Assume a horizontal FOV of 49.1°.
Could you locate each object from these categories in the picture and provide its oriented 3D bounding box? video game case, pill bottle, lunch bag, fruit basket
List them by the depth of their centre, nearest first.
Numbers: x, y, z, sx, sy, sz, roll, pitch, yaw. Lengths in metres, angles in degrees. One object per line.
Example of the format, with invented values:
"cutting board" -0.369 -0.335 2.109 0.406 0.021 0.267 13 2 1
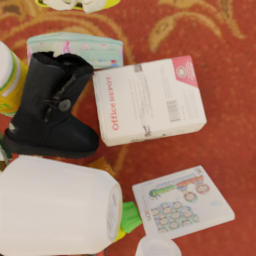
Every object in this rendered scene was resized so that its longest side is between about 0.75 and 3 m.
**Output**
"pill bottle" 0.386 2.413 4.560 0.697 0.697 1.165 14 113 4
"video game case" 1.156 1.682 6.440 1.861 0.220 1.694 -16 30 -3
"pill bottle" -2.864 -1.000 6.691 1.294 2.330 1.294 -2 76 6
"fruit basket" -0.197 2.416 7.193 1.092 1.092 0.788 -20 65 -6
"lunch bag" -1.341 -2.065 7.733 1.932 2.408 0.928 7 104 39

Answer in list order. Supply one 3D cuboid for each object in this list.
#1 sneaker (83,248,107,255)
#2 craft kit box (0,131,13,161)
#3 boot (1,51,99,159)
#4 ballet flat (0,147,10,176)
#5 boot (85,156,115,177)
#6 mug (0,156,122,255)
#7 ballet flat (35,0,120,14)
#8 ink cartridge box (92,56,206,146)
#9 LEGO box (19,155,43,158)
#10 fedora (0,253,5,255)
"sneaker" -0.923 2.675 7.093 0.666 0.482 1.364 16 28 -17
"craft kit box" -3.278 0.529 6.593 0.981 0.241 0.994 -35 79 24
"boot" -1.328 -0.461 6.629 1.064 2.787 2.342 45 113 34
"ballet flat" -2.655 0.915 5.769 0.591 0.656 1.742 -30 108 -29
"boot" -0.770 1.525 7.660 0.990 0.487 1.383 -29 64 8
"mug" -1.140 1.543 5.674 1.986 2.419 1.937 0 92 14
"ballet flat" -1.127 -2.887 6.297 1.977 0.660 0.663 2 54 -6
"ink cartridge box" 0.508 -0.679 7.677 2.663 1.129 1.939 -9 77 -1
"LEGO box" -2.692 0.491 7.691 0.438 1.134 0.845 -4 74 -33
"fedora" -2.306 3.119 5.603 2.213 2.213 1.011 11 75 3
